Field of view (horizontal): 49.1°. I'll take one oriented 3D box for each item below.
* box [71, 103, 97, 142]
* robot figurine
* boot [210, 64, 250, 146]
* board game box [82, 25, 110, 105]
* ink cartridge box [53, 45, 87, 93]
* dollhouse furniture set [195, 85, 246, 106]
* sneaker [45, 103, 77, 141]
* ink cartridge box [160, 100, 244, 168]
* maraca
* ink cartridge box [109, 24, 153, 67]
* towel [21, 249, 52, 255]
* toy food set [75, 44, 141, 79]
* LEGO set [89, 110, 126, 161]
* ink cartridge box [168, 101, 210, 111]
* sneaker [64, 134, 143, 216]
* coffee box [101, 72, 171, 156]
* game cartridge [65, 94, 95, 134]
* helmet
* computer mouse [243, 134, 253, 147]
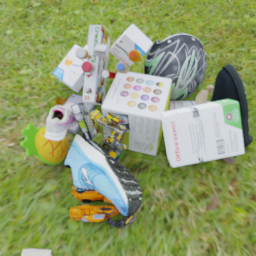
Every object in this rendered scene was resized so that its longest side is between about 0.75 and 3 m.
[{"bbox_3d":[-1.171,-0.174,7.554,0.226,1.020,0.817,-21,6,4],"label":"box"},{"bbox_3d":[-0.669,2.210,8.287,1.995,0.581,1.446,-1,51,-1],"label":"robot figurine"},{"bbox_3d":[2.312,-0.231,8.584,2.431,2.893,1.105,-18,32,4],"label":"boot"},{"bbox_3d":[-1.115,-2.143,10.077,0.446,1.626,2.575,6,92,6],"label":"board game box"},{"bbox_3d":[-1.968,-2.545,11.286,1.108,0.653,1.925,34,83,19],"label":"ink cartridge box"},{"bbox_3d":[3.169,-0.733,9.466,1.665,0.813,1.420,8,84,2],"label":"dollhouse furniture set"},{"bbox_3d":[-1.720,-0.315,7.456,0.608,0.660,1.496,12,36,4],"label":"sneaker"},{"bbox_3d":[1.898,0.120,7.361,1.910,1.394,0.803,-10,13,1],"label":"ink cartridge box"},{"bbox_3d":[-2.652,0.526,8.967,0.984,1.839,1.261,-21,63,27],"label":"maraca"},{"bbox_3d":[-0.004,-2.720,9.713,0.941,1.625,0.542,39,64,-15],"label":"ink cartridge box"},{"bbox_3d":[-2.473,3.776,7.203,0.836,0.217,1.261,2,50,4],"label":"towel"},{"bbox_3d":[-0.690,-2.013,8.492,2.045,0.976,0.920,10,10,6],"label":"toy food set"},{"bbox_3d":[-0.971,0.630,8.691,1.651,2.147,1.244,32,44,5],"label":"LEGO set"},{"bbox_3d":[2.292,-0.394,10.445,1.563,0.662,1.130,1,49,4],"label":"ink cartridge box"},{"bbox_3d":[-0.749,1.380,7.405,2.810,1.101,1.264,39,96,40],"label":"sneaker"},{"bbox_3d":[0.335,-0.513,9.695,1.932,1.954,1.951,12,51,9],"label":"coffee box"},{"bbox_3d":[-2.069,-0.559,10.855,1.114,0.330,1.718,20,52,11],"label":"game cartridge"},{"bbox_3d":[1.754,-2.234,10.501,2.415,2.415,2.303,-15,18,-12],"label":"helmet"},{"bbox_3d":[3.430,0.557,9.845,2.161,0.368,0.634,-17,52,-13],"label":"computer mouse"}]
